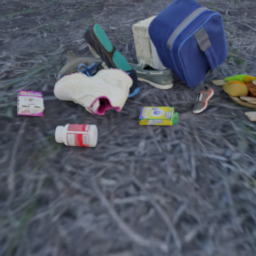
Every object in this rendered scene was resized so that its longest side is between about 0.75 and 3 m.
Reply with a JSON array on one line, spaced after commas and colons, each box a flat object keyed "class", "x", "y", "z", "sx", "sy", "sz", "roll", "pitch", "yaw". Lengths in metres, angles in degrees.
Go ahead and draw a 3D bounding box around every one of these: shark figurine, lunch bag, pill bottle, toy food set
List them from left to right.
[{"class": "shark figurine", "x": -2.280, "y": -2.445, "z": 10.928, "sx": 1.356, "sy": 0.947, "sz": 2.270, "roll": 19, "pitch": 45, "yaw": 34}, {"class": "pill bottle", "x": -1.364, "y": 0.195, "z": 7.406, "sx": 1.014, "sy": 0.569, "sz": 0.569, "roll": 3, "pitch": 34, "yaw": 5}, {"class": "lunch bag", "x": 2.254, "y": -2.837, "z": 9.948, "sx": 1.983, "sy": 2.919, "sz": 1.931, "roll": -41, "pitch": 55, "yaw": 3}, {"class": "toy food set", "x": 4.295, "y": -1.286, "z": 9.608, "sx": 1.976, "sy": 0.575, "sz": 2.863, "roll": -6, "pitch": 34, "yaw": -9}]

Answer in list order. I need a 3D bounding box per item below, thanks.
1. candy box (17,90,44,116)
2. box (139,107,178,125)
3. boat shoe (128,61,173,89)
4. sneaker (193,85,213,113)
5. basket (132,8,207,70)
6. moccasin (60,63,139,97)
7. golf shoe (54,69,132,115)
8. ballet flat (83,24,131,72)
[{"class": "candy box", "x": -3.126, "y": -0.795, "z": 8.957, "sx": 0.756, "sy": 0.338, "sz": 1.109, "roll": 4, "pitch": 30, "yaw": -22}, {"class": "box", "x": 0.930, "y": -0.358, "z": 8.388, "sx": 1.114, "sy": 0.269, "sz": 0.653, "roll": 2, "pitch": 37, "yaw": 12}, {"class": "boat shoe", "x": 0.753, "y": -2.240, "z": 10.897, "sx": 0.880, "sy": 0.746, "sz": 2.416, "roll": -27, "pitch": 42, "yaw": -34}, {"class": "sneaker", "x": 2.312, "y": -0.955, "z": 8.974, "sx": 0.417, "sy": 0.444, "sz": 1.083, "roll": 1, "pitch": 50, "yaw": 52}, {"class": "basket", "x": 1.795, "y": -3.859, "z": 11.993, "sx": 2.894, "sy": 1.962, "sz": 1.785, "roll": -28, "pitch": 36, "yaw": -23}, {"class": "moccasin", "x": -1.012, "y": -1.790, "z": 9.878, "sx": 2.952, "sy": 1.007, "sz": 1.188, "roll": 7, "pitch": 25, "yaw": 14}, {"class": "golf shoe", "x": -1.262, "y": -1.027, "z": 8.729, "sx": 2.824, "sy": 1.064, "sz": 1.292, "roll": -4, "pitch": 67, "yaw": 30}, {"class": "ballet flat", "x": -0.780, "y": -2.683, "z": 10.429, "sx": 0.907, "sy": 2.483, "sz": 0.907, "roll": -28, "pitch": 32, "yaw": 20}]
